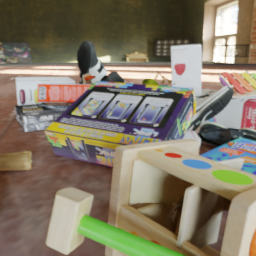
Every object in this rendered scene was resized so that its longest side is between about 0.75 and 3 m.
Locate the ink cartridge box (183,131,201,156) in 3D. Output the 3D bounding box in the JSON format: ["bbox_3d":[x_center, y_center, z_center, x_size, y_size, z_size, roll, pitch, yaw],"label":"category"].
[{"bbox_3d":[1.228,0.368,7.103,1.031,0.443,0.755,2,16,0],"label":"ink cartridge box"}]

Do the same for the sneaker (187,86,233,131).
[{"bbox_3d":[1.802,-0.682,7.782,0.766,2.031,1.168,33,21,-57],"label":"sneaker"}]

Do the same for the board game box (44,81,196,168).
[{"bbox_3d":[-0.101,-0.146,6.800,2.904,0.823,2.400,9,43,27],"label":"board game box"}]

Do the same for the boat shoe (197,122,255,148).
[{"bbox_3d":[2.551,0.312,6.952,1.824,0.682,0.605,23,38,36],"label":"boat shoe"}]

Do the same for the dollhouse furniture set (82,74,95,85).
[{"bbox_3d":[-0.239,-1.269,10.774,2.899,1.510,2.931,3,17,9],"label":"dollhouse furniture set"}]

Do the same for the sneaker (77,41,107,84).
[{"bbox_3d":[-1.427,-2.529,11.656,1.146,2.590,0.960,-28,58,-28],"label":"sneaker"}]

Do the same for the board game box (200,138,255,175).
[{"bbox_3d":[2.353,0.860,5.287,2.337,0.526,1.777,-14,22,-40],"label":"board game box"}]

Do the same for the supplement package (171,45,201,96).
[{"bbox_3d":[1.767,-1.743,8.491,0.887,1.462,0.876,-1,16,14],"label":"supplement package"}]

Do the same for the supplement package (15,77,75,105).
[{"bbox_3d":[-3.465,-1.428,11.712,2.237,1.240,1.742,-5,17,-21],"label":"supplement package"}]

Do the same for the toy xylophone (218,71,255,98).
[{"bbox_3d":[3.433,-1.374,8.245,1.769,0.444,1.295,-13,44,-16],"label":"toy xylophone"}]

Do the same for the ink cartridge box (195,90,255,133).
[{"bbox_3d":[2.995,-0.477,8.763,2.712,1.123,1.976,10,19,31],"label":"ink cartridge box"}]

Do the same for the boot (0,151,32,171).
[{"bbox_3d":[-2.792,0.669,6.228,1.244,0.411,1.089,-6,30,-16],"label":"boot"}]

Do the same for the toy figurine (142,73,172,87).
[{"bbox_3d":[1.284,-0.950,9.741,1.791,1.073,0.945,27,-31,-37],"label":"toy figurine"}]

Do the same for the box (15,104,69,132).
[{"bbox_3d":[-2.660,-0.453,9.706,2.163,0.538,1.705,-8,19,-27],"label":"box"}]

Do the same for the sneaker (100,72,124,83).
[{"bbox_3d":[-0.746,-1.766,11.312,0.867,1.036,2.283,-34,-9,-11],"label":"sneaker"}]

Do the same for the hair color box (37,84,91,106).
[{"bbox_3d":[-1.896,-1.083,9.380,2.014,0.617,1.022,1,-2,-3],"label":"hair color box"}]

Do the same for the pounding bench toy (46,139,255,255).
[{"bbox_3d":[0.548,1.033,2.718,2.189,1.360,1.708,-3,15,-41],"label":"pounding bench toy"}]
